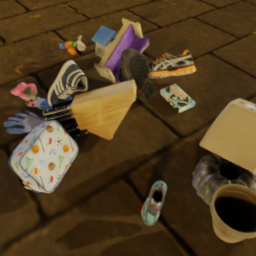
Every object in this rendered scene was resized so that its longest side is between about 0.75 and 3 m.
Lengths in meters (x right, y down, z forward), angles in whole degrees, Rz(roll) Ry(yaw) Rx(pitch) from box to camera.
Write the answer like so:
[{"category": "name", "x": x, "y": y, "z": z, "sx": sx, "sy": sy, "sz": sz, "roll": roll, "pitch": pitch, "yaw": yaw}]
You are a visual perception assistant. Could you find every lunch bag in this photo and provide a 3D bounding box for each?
[{"category": "lunch bag", "x": -2.574, "y": 0.946, "z": 8.779, "sx": 0.804, "sy": 1.705, "sz": 2.127, "roll": -8, "pitch": 38, "yaw": 37}]

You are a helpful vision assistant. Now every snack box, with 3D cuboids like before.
[{"category": "snack box", "x": 2.066, "y": -1.261, "z": 11.787, "sx": 0.789, "sy": 0.252, "sz": 1.359, "roll": -24, "pitch": 52, "yaw": -19}]

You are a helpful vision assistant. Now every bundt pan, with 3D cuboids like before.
[{"category": "bundt pan", "x": 3.093, "y": 1.506, "z": 8.769, "sx": 2.090, "sy": 0.784, "sz": 2.090, "roll": 0, "pitch": 45, "yaw": 0}]

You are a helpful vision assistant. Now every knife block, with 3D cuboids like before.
[{"category": "knife block", "x": -1.410, "y": -0.784, "z": 9.749, "sx": 2.542, "sy": 2.895, "sz": 0.926, "roll": 25, "pitch": 29, "yaw": -14}]

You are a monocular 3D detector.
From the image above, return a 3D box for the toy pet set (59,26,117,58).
[{"category": "toy pet set", "x": -1.690, "y": -4.416, "z": 13.763, "sx": 2.355, "sy": 1.340, "sz": 2.523, "roll": 33, "pitch": 42, "yaw": 29}]

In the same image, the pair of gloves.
[{"category": "pair of gloves", "x": -3.315, "y": -0.534, "z": 10.942, "sx": 2.256, "sy": 0.320, "sz": 2.807, "roll": 11, "pitch": 38, "yaw": 20}]

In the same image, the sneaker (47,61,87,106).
[{"category": "sneaker", "x": -2.242, "y": -1.376, "z": 10.421, "sx": 1.082, "sy": 1.995, "sz": 0.699, "roll": 42, "pitch": 26, "yaw": 21}]

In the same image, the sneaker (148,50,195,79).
[{"category": "sneaker", "x": 1.601, "y": -2.770, "z": 12.396, "sx": 2.650, "sy": 1.023, "sz": 1.037, "roll": -8, "pitch": 5, "yaw": -4}]

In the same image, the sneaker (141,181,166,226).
[{"category": "sneaker", "x": 0.692, "y": 2.115, "z": 7.782, "sx": 0.513, "sy": 0.618, "sz": 1.294, "roll": 17, "pitch": 87, "yaw": 7}]

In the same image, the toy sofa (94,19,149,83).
[{"category": "toy sofa", "x": -0.230, "y": -3.371, "z": 12.526, "sx": 1.311, "sy": 1.112, "sz": 2.686, "roll": 28, "pitch": 81, "yaw": 18}]

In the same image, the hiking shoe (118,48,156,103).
[{"category": "hiking shoe", "x": 0.062, "y": -2.041, "z": 10.924, "sx": 1.480, "sy": 2.941, "sz": 1.114, "roll": 26, "pitch": 74, "yaw": 27}]

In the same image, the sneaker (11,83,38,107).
[{"category": "sneaker", "x": -3.849, "y": -1.204, "z": 10.908, "sx": 0.745, "sy": 0.899, "sz": 1.886, "roll": -42, "pitch": 35, "yaw": -19}]

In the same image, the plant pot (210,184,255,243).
[{"category": "plant pot", "x": 2.843, "y": 2.441, "z": 7.521, "sx": 1.416, "sy": 1.229, "sz": 1.416, "roll": 0, "pitch": 45, "yaw": 0}]

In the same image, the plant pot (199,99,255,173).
[{"category": "plant pot", "x": 3.745, "y": 0.069, "z": 9.113, "sx": 1.857, "sy": 1.646, "sz": 1.859, "roll": 29, "pitch": 25, "yaw": 26}]
